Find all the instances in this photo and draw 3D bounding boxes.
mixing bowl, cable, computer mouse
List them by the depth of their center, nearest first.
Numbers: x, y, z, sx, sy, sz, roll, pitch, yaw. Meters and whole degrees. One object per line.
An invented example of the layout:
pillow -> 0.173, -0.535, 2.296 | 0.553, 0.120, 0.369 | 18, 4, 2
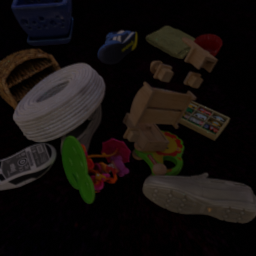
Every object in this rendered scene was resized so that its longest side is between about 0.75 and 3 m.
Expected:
computer mouse -> -3.175, 1.302, 7.557 | 2.708, 0.594, 1.485 | -23, 46, -12
cable -> -2.061, -0.837, 8.522 | 2.912, 1.008, 2.913 | -45, 33, -23
mixing bowl -> 3.312, -3.299, 11.739 | 1.156, 0.626, 1.156 | -7, 53, 9

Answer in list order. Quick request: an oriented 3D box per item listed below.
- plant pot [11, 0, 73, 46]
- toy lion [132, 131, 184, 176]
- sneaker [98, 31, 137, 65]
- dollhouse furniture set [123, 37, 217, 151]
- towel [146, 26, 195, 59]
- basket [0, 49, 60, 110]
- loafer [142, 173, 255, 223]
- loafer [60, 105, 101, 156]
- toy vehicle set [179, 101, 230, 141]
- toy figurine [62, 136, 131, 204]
plant pot -> -3.538, -4.925, 12.306 | 2.243, 2.017, 2.243 | -4, 49, -1
toy lion -> 1.020, 0.736, 8.159 | 1.524, 0.546, 1.590 | -16, 47, -25
sneaker -> -0.589, -3.427, 11.787 | 1.015, 0.912, 2.467 | 25, 44, 22
dollhouse furniture set -> 0.747, -0.893, 7.325 | 1.516, 2.925, 1.295 | 2, 38, -35
towel -> 1.984, -3.826, 12.473 | 1.592, 0.392, 2.146 | -35, 57, -27
basket -> -3.355, -1.711, 9.712 | 2.110, 1.506, 1.572 | -36, 55, -29
loafer -> 1.766, 1.619, 7.029 | 2.792, 0.976, 0.974 | 13, 42, 2
loafer -> -1.417, -0.240, 8.686 | 0.979, 0.977, 2.800 | 4, 47, 4
toy vehicle set -> 2.370, -0.314, 9.285 | 1.639, 0.217, 1.019 | 29, 53, 24
toy figurine -> -0.618, 0.940, 7.434 | 1.688, 1.377, 1.834 | -10, 52, -35
